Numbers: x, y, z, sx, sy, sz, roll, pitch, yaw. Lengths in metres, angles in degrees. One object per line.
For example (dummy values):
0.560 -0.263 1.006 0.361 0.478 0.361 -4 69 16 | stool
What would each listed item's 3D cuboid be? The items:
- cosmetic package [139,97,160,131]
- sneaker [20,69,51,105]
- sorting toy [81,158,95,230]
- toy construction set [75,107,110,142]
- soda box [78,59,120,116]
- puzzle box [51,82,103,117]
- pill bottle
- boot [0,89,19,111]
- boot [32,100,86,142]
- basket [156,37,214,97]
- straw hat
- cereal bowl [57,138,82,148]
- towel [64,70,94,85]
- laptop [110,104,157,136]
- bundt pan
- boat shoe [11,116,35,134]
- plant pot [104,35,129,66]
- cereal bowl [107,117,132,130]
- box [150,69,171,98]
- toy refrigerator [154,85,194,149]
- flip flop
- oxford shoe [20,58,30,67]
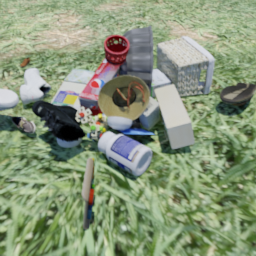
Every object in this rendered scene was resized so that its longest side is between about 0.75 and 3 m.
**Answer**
0.770 -0.489 10.215 0.463 1.302 0.685 40 75 20 | cosmetic package
-4.012 -1.841 12.429 1.182 0.927 2.378 -2 44 -8 | sneaker
-1.015 1.566 7.724 0.262 1.457 1.956 4 40 -2 | sorting toy
-1.112 -0.116 9.823 0.815 1.769 1.160 -3 79 23 | toy construction set
-1.041 -1.682 11.383 0.840 0.928 2.650 14 50 14 | soda box
-1.861 -1.187 11.807 2.481 0.315 1.650 10 50 10 | puzzle box
-0.141 0.777 9.085 1.629 0.975 0.975 27 46 28 | pill bottle
-5.197 -0.778 10.693 2.667 1.205 0.970 9 38 20 | boot
-2.111 -0.174 9.725 1.813 0.819 2.212 35 11 36 | boot
2.489 -2.803 12.884 1.659 1.823 2.689 -14 41 -10 | basket
-0.128 -1.110 9.592 1.768 1.768 0.748 0 30 0 | straw hat
-2.143 0.280 10.174 0.922 0.384 0.922 0 40 0 | cereal bowl
-2.317 -2.396 13.476 1.261 0.304 1.079 9 43 15 | towel
0.089 -0.346 10.160 1.435 0.836 1.619 3 67 -37 | laptop
0.237 -2.333 10.726 1.136 3.028 3.028 1 39 -1 | bundt pan
-3.923 -0.123 10.475 1.284 0.461 0.382 28 8 39 | boat shoe
-0.385 -2.460 9.078 0.805 0.733 0.805 2 61 -4 | plant pot
-0.300 -0.121 9.443 0.845 0.845 0.352 6 82 8 | cereal bowl
1.111 -2.063 12.830 1.189 0.651 1.347 -16 41 -19 | box
1.594 -0.476 10.225 0.903 0.980 2.581 -15 37 5 | toy refrigerator
4.765 -1.383 12.009 1.115 0.792 2.750 21 28 29 | flip flop
-5.499 -3.496 14.893 0.292 0.291 0.818 10 42 9 | oxford shoe
